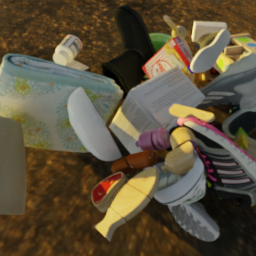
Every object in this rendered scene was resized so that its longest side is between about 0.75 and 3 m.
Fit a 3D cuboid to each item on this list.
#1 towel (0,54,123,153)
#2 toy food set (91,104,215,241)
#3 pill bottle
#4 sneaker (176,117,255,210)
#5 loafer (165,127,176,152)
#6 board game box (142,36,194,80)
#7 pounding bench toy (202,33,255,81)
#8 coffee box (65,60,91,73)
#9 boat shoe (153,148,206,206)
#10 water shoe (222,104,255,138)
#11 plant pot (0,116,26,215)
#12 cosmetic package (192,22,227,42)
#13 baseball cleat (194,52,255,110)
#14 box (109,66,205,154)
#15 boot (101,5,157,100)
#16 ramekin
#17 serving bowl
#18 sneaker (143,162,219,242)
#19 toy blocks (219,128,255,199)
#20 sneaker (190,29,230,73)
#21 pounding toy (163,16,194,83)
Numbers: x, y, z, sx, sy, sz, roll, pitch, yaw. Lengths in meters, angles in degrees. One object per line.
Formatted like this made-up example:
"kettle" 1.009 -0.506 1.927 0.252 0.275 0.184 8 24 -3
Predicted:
"towel" -1.883 -0.410 7.194 2.945 2.521 0.709 11 38 -29
"toy food set" 0.347 0.659 4.911 2.586 0.407 1.644 -43 27 -9
"pill bottle" -2.094 -2.619 9.586 0.658 0.658 1.100 12 48 14
"sneaker" 1.952 0.843 5.984 2.726 1.193 1.006 37 12 -14
"loafer" 1.382 0.312 8.044 0.480 1.316 0.470 -10 69 -22
"board game box" 1.279 -1.841 8.620 0.358 1.547 1.172 -31 86 -42
"pounding bench toy" 4.630 -2.448 10.744 2.833 1.760 2.210 -11 41 -12
"coffee box" -2.099 -2.223 11.297 1.282 0.725 0.512 29 49 28
"boat shoe" 1.198 1.058 5.565 0.967 0.878 2.630 -26 0 22
"water shoe" 3.765 -0.387 9.311 2.502 0.894 0.987 -24 24 -30
"plant pot" -2.923 0.741 5.895 1.775 1.775 1.895 5 75 5
"cosmetic package" 4.060 -4.808 14.112 1.573 0.888 0.638 7 42 5
"baseball cleat" 3.006 -0.941 8.740 1.038 2.978 1.585 -27 77 -42
"box" 0.778 -0.433 8.056 1.958 1.948 1.280 -32 77 -33
"boot" -0.120 -2.483 9.510 1.008 2.724 2.233 -2 38 47
"ramekin" 1.158 -2.923 11.627 1.927 0.941 1.927 -3 56 5
"serving bowl" -0.806 0.016 5.904 0.564 1.714 1.714 -31 47 -6
"sneaker" 1.380 1.604 6.772 0.960 0.875 2.342 -24 53 -25
"toy blocks" 3.430 1.168 7.347 1.581 1.156 2.312 25 44 10
"sneaker" 2.077 -2.067 7.737 1.583 0.560 0.785 -48 27 -16
"pounding toy" 1.440 -2.451 9.861 1.095 2.359 1.821 -9 -2 35
